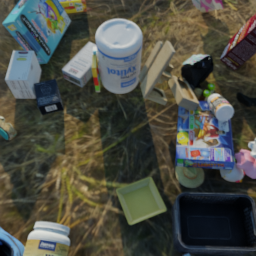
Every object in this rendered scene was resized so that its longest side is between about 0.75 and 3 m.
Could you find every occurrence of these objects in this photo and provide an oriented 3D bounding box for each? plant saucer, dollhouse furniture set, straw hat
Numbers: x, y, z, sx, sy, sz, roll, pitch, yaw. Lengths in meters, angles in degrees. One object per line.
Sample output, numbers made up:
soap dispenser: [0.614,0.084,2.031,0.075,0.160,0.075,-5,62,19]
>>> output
plant saucer: [0.403,2.350,8.947,1.263,0.306,1.263,-19,55,-10]
dollhouse furniture set: [1.726,-1.907,9.681,2.153,1.754,2.047,18,34,-21]
straw hat: [2.108,1.458,9.456,1.051,0.445,1.051,0,59,0]

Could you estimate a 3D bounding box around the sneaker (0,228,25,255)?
sneaker: [-4.102,3.192,8.090,2.659,1.042,0.876,24,64,15]

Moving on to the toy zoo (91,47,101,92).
toy zoo: [-1.254,-2.363,11.004,0.175,1.706,1.120,-1,60,1]

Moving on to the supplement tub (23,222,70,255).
supplement tub: [-2.296,3.552,7.760,1.182,1.182,1.638,6,60,3]

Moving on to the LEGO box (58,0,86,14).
LEGO box: [-2.986,-6.383,14.032,1.646,0.635,1.226,-9,59,-5]

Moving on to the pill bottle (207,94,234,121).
pill bottle: [3.156,-0.732,9.674,0.615,0.615,1.056,-6,32,-3]

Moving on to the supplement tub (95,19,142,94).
supplement tub: [-0.326,-2.637,10.644,1.656,2.510,1.656,0,62,0]

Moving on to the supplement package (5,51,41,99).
supplement package: [-4.132,-2.117,11.157,0.840,1.180,1.515,-1,60,0]

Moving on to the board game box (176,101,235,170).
board game box: [2.644,0.153,9.813,1.839,0.468,2.717,3,49,12]

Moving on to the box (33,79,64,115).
box: [-3.104,-1.208,10.936,0.876,0.632,1.180,-15,61,-8]

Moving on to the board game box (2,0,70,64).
board game box: [-3.746,-4.524,11.986,0.671,2.157,2.858,0,57,26]

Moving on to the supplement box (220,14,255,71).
supplement box: [5.029,-3.722,11.074,0.883,2.899,1.578,34,62,-4]

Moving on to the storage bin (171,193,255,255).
storage bin: [2.506,2.842,8.272,2.277,1.068,1.540,2,59,0]

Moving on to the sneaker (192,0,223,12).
sneaker: [3.482,-6.141,13.010,1.187,2.691,1.095,-16,69,31]

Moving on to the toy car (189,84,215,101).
toy car: [2.819,-1.385,11.003,0.936,0.769,0.738,26,62,23]

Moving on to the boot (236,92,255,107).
boot: [4.829,-1.112,11.043,0.756,0.341,0.922,-6,37,-19]

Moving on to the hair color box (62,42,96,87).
hair color box: [-1.796,-2.698,11.859,0.955,0.585,1.929,28,62,16]

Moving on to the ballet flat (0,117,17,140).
ballet flat: [-4.723,-0.097,10.430,1.559,0.550,0.509,39,40,17]

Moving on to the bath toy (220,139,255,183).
bath toy: [3.924,1.088,8.706,0.885,2.393,1.041,15,54,-20]

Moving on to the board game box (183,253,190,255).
board game box: [1.263,4.579,7.627,1.673,0.363,1.665,-17,61,-10]

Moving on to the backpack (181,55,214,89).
backpack: [2.799,-2.399,11.341,0.937,1.236,1.481,25,55,40]
